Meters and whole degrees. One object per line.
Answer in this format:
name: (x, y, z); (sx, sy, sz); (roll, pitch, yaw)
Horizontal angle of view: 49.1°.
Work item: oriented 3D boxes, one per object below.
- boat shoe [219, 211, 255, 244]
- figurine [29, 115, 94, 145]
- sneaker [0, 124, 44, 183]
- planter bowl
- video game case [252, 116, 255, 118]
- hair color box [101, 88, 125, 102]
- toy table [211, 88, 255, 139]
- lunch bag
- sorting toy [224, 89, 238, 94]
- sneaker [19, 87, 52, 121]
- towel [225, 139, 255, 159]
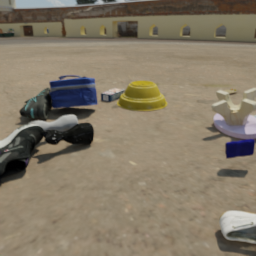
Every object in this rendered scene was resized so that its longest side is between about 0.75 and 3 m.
boat shoe: (2.811, 2.090, 5.590); (1.853, 0.656, 0.642); (-5, 21, 13)
figurine: (-2.441, 0.079, 9.952); (1.789, 0.790, 1.834); (-5, 20, -39)
sneaker: (-3.330, 0.839, 8.549); (1.197, 1.035, 2.734); (24, 33, 17)
planter bowl: (0.729, -1.801, 14.556); (2.666, 1.110, 2.666); (-1, 22, 0)
video game case: (5.157, -0.252, 11.949); (1.513, 0.166, 1.379); (1, 22, 4)
hair color box: (-0.837, -1.837, 15.551); (0.691, 0.418, 1.382); (13, 25, 30)
toy table: (4.263, -0.624, 10.980); (2.077, 1.323, 2.259); (-27, 29, -25)
lunch bag: (-2.639, -1.738, 13.254); (2.249, 1.488, 1.528); (-3, 6, 8)
sorting toy: (6.153, -2.169, 16.793); (0.988, 0.132, 0.736); (-16, 23, -35)
sneaker: (-4.225, -1.195, 13.093); (1.147, 1.091, 2.895); (-4, 22, -5)
towel: (3.299, 0.606, 8.306); (0.817, 0.603, 0.202); (-7, 36, 6)
